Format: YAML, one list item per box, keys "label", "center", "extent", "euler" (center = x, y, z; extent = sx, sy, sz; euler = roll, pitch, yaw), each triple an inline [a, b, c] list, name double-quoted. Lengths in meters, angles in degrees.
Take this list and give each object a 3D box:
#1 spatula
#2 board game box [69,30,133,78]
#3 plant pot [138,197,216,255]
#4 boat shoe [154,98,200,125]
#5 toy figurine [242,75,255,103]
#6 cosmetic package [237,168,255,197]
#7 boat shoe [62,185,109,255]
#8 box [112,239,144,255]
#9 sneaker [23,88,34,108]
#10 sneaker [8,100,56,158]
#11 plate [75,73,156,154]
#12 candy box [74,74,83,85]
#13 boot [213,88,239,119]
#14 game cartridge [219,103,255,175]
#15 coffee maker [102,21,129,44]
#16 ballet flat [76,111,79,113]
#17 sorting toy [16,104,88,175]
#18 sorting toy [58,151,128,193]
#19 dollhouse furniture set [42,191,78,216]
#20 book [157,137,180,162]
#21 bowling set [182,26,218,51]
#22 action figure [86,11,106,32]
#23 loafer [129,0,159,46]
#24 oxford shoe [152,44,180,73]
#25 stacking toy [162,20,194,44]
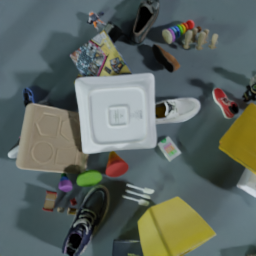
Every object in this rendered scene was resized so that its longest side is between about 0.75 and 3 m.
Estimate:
- label: "spatula"
  center: [0.351, 2.527, 10.571]
  extent: [1.081, 0.087, 0.752]
  euler: [17, 112, -10]
- label: "board game box"
  center: [-0.934, -2.276, 11.116]
  extent: [1.731, 0.442, 2.555]
  euler: [-32, 87, 10]
- label: "plant pot"
  center: [1.408, 3.556, 9.636]
  extent: [1.931, 1.931, 1.703]
  euler: [-14, 58, -30]
- label: "boat shoe"
  center: [1.599, -0.688, 11.063]
  extent: [2.647, 0.924, 0.938]
  euler: [-10, 79, -1]
- label: "toy figurine"
  center: [5.445, -1.485, 11.033]
  extent: [1.476, 1.027, 1.453]
  euler: [33, 65, 7]
- label: "cosmetic package"
  center: [5.511, 1.338, 10.634]
  extent: [1.434, 1.044, 2.821]
  euler: [29, 79, 7]
- label: "boat shoe"
  center: [-1.474, 3.392, 10.117]
  extent: [1.015, 1.260, 2.718]
  euler: [22, 80, 4]
- label: "box"
  center: [0.272, 4.882, 10.242]
  extent: [1.763, 0.450, 1.390]
  euler: [5, 78, 0]
- label: "sneaker"
  center: [-4.088, -1.176, 11.430]
  extent: [0.371, 0.412, 1.057]
  euler: [-18, 80, -3]
- label: "sneaker"
  center: [-3.791, -0.024, 10.960]
  extent: [2.642, 0.934, 1.310]
  euler: [-42, 82, -15]
- label: "plate"
  center: [-0.383, -0.467, 10.417]
  extent: [2.920, 0.472, 2.913]
  euler: [-5, 103, -5]
- label: "candy box"
  center: [-1.811, -1.855, 11.661]
  extent: [0.782, 0.221, 0.456]
  euler: [26, 81, 6]
- label: "boot"
  center: [3.899, -1.092, 11.122]
  extent: [0.500, 0.996, 1.380]
  euler: [-26, 79, -3]
- label: "game cartridge"
  center: [4.893, 0.565, 10.201]
  extent: [2.464, 0.400, 2.172]
  euler: [39, 85, 26]
- label: "coffee maker"
  center: [-0.755, -3.655, 11.682]
  extent: [1.108, 0.777, 1.153]
  euler: [34, 86, 16]
- label: "ballet flat"
  center: [-1.558, -0.485, 11.316]
  extent: [1.182, 0.376, 0.398]
  euler: [1, 78, 0]
- label: "sorting toy"
  center: [-2.713, 0.473, 10.623]
  extent: [2.566, 0.468, 2.375]
  euler: [11, 88, -24]
- label: "sorting toy"
  center: [-1.403, 1.591, 10.847]
  extent: [2.749, 0.953, 0.947]
  euler: [-19, 50, -1]
- label: "dollhouse furniture set"
  center: [-2.547, 2.868, 10.679]
  extent: [1.306, 0.531, 0.703]
  euler: [15, 78, -15]
- label: "book"
  center: [1.632, 0.833, 11.177]
  extent: [0.557, 0.200, 0.833]
  euler: [-35, 80, -11]
- label: "bowling set"
  center: [3.046, -3.786, 11.882]
  extent: [1.425, 0.765, 0.992]
  euler: [10, 39, 4]
- label: "action figure"
  center: [-1.319, -4.727, 12.104]
  extent: [0.903, 0.472, 0.874]
  euler: [-43, 91, -8]
- label: "loafer"
  center: [0.763, -4.774, 11.918]
  extent: [0.924, 0.809, 2.571]
  euler: [19, 80, 4]
- label: "oxford shoe"
  center: [1.574, -2.954, 11.759]
  extent: [0.548, 0.549, 1.538]
  euler: [-28, 71, -29]
- label: "stacking toy"
  center: [2.194, -4.158, 11.982]
  extent: [1.439, 0.614, 0.614]
  euler: [-29, 80, -12]
